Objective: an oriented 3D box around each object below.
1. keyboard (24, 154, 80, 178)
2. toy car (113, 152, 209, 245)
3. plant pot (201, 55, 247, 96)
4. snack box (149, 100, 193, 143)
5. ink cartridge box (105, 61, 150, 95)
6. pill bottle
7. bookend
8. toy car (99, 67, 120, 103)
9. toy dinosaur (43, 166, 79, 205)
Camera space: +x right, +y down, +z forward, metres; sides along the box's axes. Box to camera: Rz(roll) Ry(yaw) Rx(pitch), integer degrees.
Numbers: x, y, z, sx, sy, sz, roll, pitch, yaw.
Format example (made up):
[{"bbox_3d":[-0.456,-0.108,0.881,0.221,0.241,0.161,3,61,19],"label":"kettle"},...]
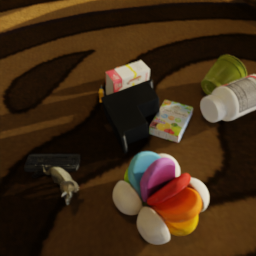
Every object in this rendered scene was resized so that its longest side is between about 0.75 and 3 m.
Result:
[{"bbox_3d":[-2.666,1.234,9.782,1.889,0.374,0.983,-2,47,0],"label":"keyboard"},{"bbox_3d":[0.960,1.760,8.168,2.356,2.019,2.692,-32,55,-25],"label":"toy car"},{"bbox_3d":[4.043,-2.111,12.237,1.493,1.551,1.551,-40,58,-16],"label":"plant pot"},{"bbox_3d":[1.701,-0.299,11.081,1.211,0.451,1.702,19,51,19],"label":"snack box"},{"bbox_3d":[-0.016,-1.965,12.061,1.791,1.300,0.747,-24,54,-20],"label":"ink cartridge box"},{"bbox_3d":[4.233,-1.114,11.205,2.564,1.419,1.419,-21,51,-19],"label":"pill bottle"},{"bbox_3d":[0.387,-0.517,10.711,2.207,1.017,2.193,-22,52,-9],"label":"bookend"},{"bbox_3d":[-0.508,-2.013,12.511,1.071,0.727,2.184,13,48,12],"label":"toy car"},{"bbox_3d":[-2.096,1.649,8.979,0.739,0.982,1.919,-28,54,-23],"label":"toy dinosaur"}]
